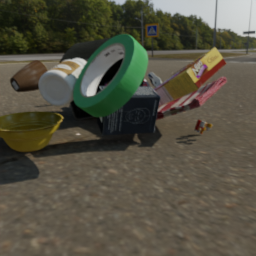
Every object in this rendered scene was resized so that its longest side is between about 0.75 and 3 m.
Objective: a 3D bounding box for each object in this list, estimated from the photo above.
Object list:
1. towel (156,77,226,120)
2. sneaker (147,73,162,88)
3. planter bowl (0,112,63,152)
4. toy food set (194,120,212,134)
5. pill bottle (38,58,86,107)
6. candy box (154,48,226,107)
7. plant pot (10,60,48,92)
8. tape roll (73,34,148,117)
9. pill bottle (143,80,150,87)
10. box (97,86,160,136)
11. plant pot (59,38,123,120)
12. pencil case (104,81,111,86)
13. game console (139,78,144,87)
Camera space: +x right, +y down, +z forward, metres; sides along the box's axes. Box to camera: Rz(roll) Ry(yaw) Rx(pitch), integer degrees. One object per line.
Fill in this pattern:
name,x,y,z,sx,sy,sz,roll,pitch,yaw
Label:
towel,2.246,-1.124,11.321,2.152,0.340,2.988,-38,12,-36
sneaker,1.498,-2.332,14.652,0.459,0.703,1.257,-32,50,5
planter bowl,-3.398,0.185,9.554,2.364,0.985,2.364,0,18,0
toy food set,2.768,0.007,10.409,0.500,0.471,1.047,20,6,-1
pill bottle,-2.103,-1.704,9.835,1.224,1.224,2.141,4,29,12
candy box,2.179,-1.841,10.812,1.675,0.811,2.871,-40,8,-21
plant pot,-3.756,-1.824,10.559,1.124,1.124,1.203,14,37,37
tape roll,-0.575,-1.530,8.172,0.602,2.507,2.507,34,-5,-36
pill bottle,-0.143,-1.790,15.006,2.433,1.455,1.455,-9,20,-25
box,-0.025,-0.618,9.701,1.910,1.418,1.023,-2,30,-17
plant pot,-1.309,-2.497,12.827,2.954,2.961,2.627,-10,42,-1
pencil case,-0.105,-1.087,11.945,1.188,1.241,2.869,-25,40,-13
game console,-0.164,-2.764,14.217,0.338,1.655,2.806,-11,8,-36
